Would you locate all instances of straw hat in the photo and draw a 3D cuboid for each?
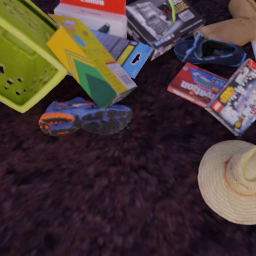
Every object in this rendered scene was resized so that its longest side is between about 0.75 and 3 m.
[{"bbox_3d":[3.113,1.096,7.209,2.553,1.080,2.553,0,54,1],"label":"straw hat"}]

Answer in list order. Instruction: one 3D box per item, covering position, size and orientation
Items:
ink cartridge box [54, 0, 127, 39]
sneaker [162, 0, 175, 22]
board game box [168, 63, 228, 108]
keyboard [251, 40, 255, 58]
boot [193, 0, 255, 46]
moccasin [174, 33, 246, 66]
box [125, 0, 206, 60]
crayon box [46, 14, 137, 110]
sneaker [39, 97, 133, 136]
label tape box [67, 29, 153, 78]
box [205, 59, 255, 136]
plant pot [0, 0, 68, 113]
[{"bbox_3d":[-1.391,-4.158,10.226,2.700,2.343,0.588,15,54,11],"label":"ink cartridge box"},{"bbox_3d":[1.430,-4.217,10.021,0.429,1.024,0.393,-7,53,11],"label":"sneaker"},{"bbox_3d":[2.836,-1.206,9.365,2.695,0.262,1.388,29,62,19],"label":"board game box"},{"bbox_3d":[5.039,-3.014,10.827,0.376,0.071,1.335,7,54,-1],"label":"keyboard"},{"bbox_3d":[3.872,-4.104,11.075,2.908,0.962,2.546,-21,57,-14],"label":"boot"},{"bbox_3d":[2.692,-2.773,9.628,2.581,0.880,1.039,13,85,38],"label":"moccasin"},{"bbox_3d":[1.286,-4.145,10.917,2.769,0.689,2.184,-34,77,-22],"label":"box"},{"bbox_3d":[-1.085,-1.922,8.007,2.775,0.705,1.761,50,24,0],"label":"crayon box"},{"bbox_3d":[-1.234,-0.481,8.430,2.750,1.036,1.079,0,49,-3],"label":"sneaker"},{"bbox_3d":[-0.677,-2.377,9.820,2.634,0.871,1.887,20,52,11],"label":"label tape box"},{"bbox_3d":[3.404,-0.893,8.295,1.309,0.381,1.912,40,88,-3],"label":"box"},{"bbox_3d":[-3.282,-2.379,8.445,2.491,2.503,2.271,-32,36,30],"label":"plant pot"}]
